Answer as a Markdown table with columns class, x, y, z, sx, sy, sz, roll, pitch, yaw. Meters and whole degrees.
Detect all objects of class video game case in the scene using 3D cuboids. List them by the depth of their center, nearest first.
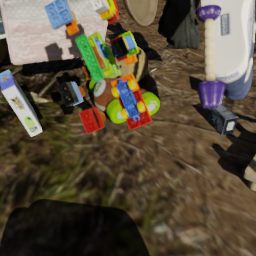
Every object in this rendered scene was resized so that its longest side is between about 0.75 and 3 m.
| class | x | y | z | sx | sy | sz | roll | pitch | yaw |
| --- | --- | --- | --- | --- | --- | --- | --- | --- | --- |
| video game case | -2.182 | -0.520 | 5.640 | 0.267 | 1.066 | 1.176 | -29 | 34 | -12 |

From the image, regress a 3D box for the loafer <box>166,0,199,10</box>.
| class | x | y | z | sx | sy | sz | roll | pitch | yaw |
| --- | --- | --- | --- | --- | --- | --- | --- | --- | --- |
| loafer | 1.431 | -4.790 | 9.592 | 2.275 | 0.773 | 0.799 | 41 | 34 | 10 |

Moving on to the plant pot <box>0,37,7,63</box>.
| class | x | y | z | sx | sy | sz | roll | pitch | yaw |
| --- | --- | --- | --- | --- | --- | --- | --- | --- | --- |
| plant pot | -5.934 | -2.897 | 11.271 | 1.836 | 1.836 | 1.970 | -5 | 57 | -7 |

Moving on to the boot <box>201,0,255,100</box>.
| class | x | y | z | sx | sy | sz | roll | pitch | yaw |
| --- | --- | --- | --- | --- | --- | --- | --- | --- | --- |
| boot | 2.139 | -2.047 | 5.899 | 1.025 | 1.273 | 2.817 | 2 | 73 | 30 |

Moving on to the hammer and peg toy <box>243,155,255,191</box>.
| class | x | y | z | sx | sy | sz | roll | pitch | yaw |
| --- | --- | --- | --- | --- | --- | --- | --- | --- | --- |
| hammer and peg toy | 4.290 | 0.814 | 6.953 | 2.049 | 0.982 | 2.785 | 25 | 44 | 31 |

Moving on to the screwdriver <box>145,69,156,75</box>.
| class | x | y | z | sx | sy | sz | roll | pitch | yaw |
| --- | --- | --- | --- | --- | --- | --- | --- | --- | --- |
| screwdriver | 0.690 | -2.192 | 11.463 | 1.467 | 0.205 | 0.213 | -29 | 18 | -29 |

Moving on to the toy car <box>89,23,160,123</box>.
| class | x | y | z | sx | sy | sz | roll | pitch | yaw |
| --- | --- | --- | --- | --- | --- | --- | --- | --- | --- |
| toy car | -0.162 | -1.909 | 9.103 | 2.082 | 2.639 | 2.168 | -15 | 40 | -19 |

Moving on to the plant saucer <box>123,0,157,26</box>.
| class | x | y | z | sx | sy | sz | roll | pitch | yaw |
| --- | --- | --- | --- | --- | --- | --- | --- | --- | --- |
| plant saucer | 0.282 | -3.261 | 6.851 | 0.217 | 1.474 | 1.474 | 6 | 35 | 34 |

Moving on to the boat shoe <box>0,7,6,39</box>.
| class | x | y | z | sx | sy | sz | roll | pitch | yaw |
| --- | --- | --- | --- | --- | --- | --- | --- | --- | --- |
| boat shoe | -3.891 | -2.858 | 7.107 | 2.966 | 0.917 | 1.110 | -25 | 68 | -24 |

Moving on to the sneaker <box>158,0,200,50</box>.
| class | x | y | z | sx | sy | sz | roll | pitch | yaw |
| --- | --- | --- | --- | --- | --- | --- | --- | --- | --- |
| sneaker | 1.521 | -3.527 | 8.964 | 1.317 | 2.902 | 1.102 | -4 | 58 | 18 |

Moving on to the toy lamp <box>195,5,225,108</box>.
| class | x | y | z | sx | sy | sz | roll | pitch | yaw |
| --- | --- | --- | --- | --- | --- | --- | --- | --- | --- |
| toy lamp | 1.388 | -1.184 | 4.751 | 0.490 | 1.682 | 0.490 | -1 | -2 | 0 |

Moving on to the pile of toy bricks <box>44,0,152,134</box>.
| class | x | y | z | sx | sy | sz | roll | pitch | yaw |
| --- | --- | --- | --- | --- | --- | --- | --- | --- | --- |
| pile of toy bricks | -0.421 | -1.112 | 4.734 | 1.344 | 2.422 | 1.196 | -21 | 3 | 17 |

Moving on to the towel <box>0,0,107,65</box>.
| class | x | y | z | sx | sy | sz | roll | pitch | yaw |
| --- | --- | --- | --- | --- | --- | --- | --- | --- | --- |
| towel | -1.788 | -2.600 | 7.260 | 2.645 | 2.527 | 0.426 | -11 | 69 | -19 |

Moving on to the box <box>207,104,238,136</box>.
| class | x | y | z | sx | sy | sz | roll | pitch | yaw |
| --- | --- | --- | --- | --- | --- | --- | --- | --- | --- |
| box | 2.900 | -0.274 | 8.651 | 0.437 | 0.606 | 0.816 | -12 | 38 | -16 |
